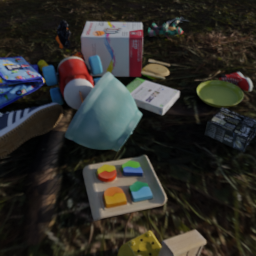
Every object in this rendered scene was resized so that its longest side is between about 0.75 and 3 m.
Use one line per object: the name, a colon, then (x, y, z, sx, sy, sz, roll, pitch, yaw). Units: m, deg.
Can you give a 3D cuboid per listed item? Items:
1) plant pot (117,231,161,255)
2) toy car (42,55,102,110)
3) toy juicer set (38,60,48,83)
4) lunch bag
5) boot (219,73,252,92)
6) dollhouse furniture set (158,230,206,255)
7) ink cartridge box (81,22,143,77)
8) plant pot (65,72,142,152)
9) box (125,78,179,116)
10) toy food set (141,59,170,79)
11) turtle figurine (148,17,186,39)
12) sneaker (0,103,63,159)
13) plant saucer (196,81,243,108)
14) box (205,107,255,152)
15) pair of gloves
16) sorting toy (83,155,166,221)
plant pot: (0.331, 2.672, 5.758, 0.903, 0.924, 0.897, -20, 44, -22)
toy car: (-1.706, -1.172, 9.751, 2.007, 1.926, 2.177, -14, 49, -9)
toy juicer set: (-3.954, -1.926, 11.671, 1.887, 0.514, 1.201, -40, 53, -8)
lunch bag: (-4.825, -1.851, 10.912, 2.850, 1.341, 2.146, -26, 46, -29)
boot: (4.374, -1.858, 11.592, 1.042, 0.523, 1.444, -6, 32, -6)
dollhouse furniture set: (1.360, 3.077, 4.383, 2.204, 1.262, 2.585, -3, 28, -33)
ink cartridge box: (-0.678, -3.517, 12.508, 2.583, 1.868, 1.877, 1, 40, 1)
plant pot: (-0.582, -0.267, 8.520, 1.581, 2.360, 2.360, 33, 44, -2)
box: (0.810, -1.278, 11.002, 1.990, 0.362, 1.436, 24, 45, 24)
toy food set: (1.233, -2.520, 12.578, 1.213, 0.353, 1.756, 16, 36, 8)
turtle figurine: (2.231, -5.531, 15.621, 2.080, 1.047, 1.558, 5, 26, 29)
sneaker: (-3.673, -0.245, 9.233, 1.554, 1.004, 2.864, 32, 52, 30)
plant saucer: (3.592, -1.302, 11.057, 1.777, 0.276, 1.777, -1, 41, 0)
box: (3.427, 0.022, 9.225, 1.355, 0.584, 1.110, 26, 46, 28)
pair of gloves: (-2.410, -3.276, 11.769, 0.274, 2.214, 1.973, -26, 2, -23)
sorting toy: (-0.158, 1.499, 7.622, 1.943, 0.354, 1.799, -11, 41, -12)
